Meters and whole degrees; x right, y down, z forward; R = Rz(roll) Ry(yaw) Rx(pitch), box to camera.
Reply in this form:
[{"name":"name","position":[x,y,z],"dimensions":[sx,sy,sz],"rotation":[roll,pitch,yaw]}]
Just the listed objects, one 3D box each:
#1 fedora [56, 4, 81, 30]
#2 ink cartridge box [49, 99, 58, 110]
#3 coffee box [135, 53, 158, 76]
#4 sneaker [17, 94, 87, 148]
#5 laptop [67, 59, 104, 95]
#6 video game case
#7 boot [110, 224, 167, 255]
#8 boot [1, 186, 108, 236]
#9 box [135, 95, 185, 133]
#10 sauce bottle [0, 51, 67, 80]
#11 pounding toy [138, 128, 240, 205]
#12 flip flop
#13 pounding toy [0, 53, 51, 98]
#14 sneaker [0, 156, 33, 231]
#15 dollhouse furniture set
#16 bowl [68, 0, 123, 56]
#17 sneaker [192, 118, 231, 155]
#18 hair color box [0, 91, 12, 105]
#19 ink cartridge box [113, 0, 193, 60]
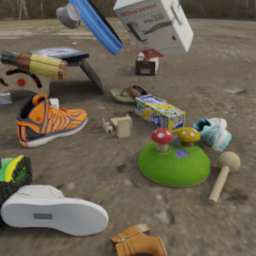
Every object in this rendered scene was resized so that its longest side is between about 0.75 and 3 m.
[{"name":"fedora","position":[-1.719,-3.384,8.365],"dimensions":[0.763,0.390,0.863],"rotation":[7,61,-33]},{"name":"ink cartridge box","position":[-3.194,-0.886,11.072],"dimensions":[0.808,0.343,0.588],"rotation":[-5,27,-7]},{"name":"coffee box","position":[1.096,-3.687,16.138],"dimensions":[1.152,0.814,2.039],"rotation":[5,27,9]},{"name":"sneaker","position":[-2.339,-0.459,8.973],"dimensions":[1.000,1.444,2.577],"rotation":[19,32,33]},{"name":"laptop","position":[-2.581,-2.534,13.177],"dimensions":[1.515,2.614,2.448],"rotation":[-35,26,9]},{"name":"video game case","position":[-3.352,-3.480,13.288],"dimensions":[1.949,0.259,2.728],"rotation":[-19,31,-32]},{"name":"boot","position":[0.181,2.132,4.987],"dimensions":[0.766,0.378,0.987],"rotation":[-13,29,-25]},{"name":"boot","position":[-1.411,1.565,5.752],"dimensions":[2.058,0.757,0.984],"rotation":[8,16,-2]},{"name":"box","position":[1.078,-0.537,10.009],"dimensions":[0.723,0.664,2.065],"rotation":[-15,31,-27]},{"name":"sauce bottle","position":[-2.864,-1.959,8.565],"dimensions":[1.921,0.634,0.634],"rotation":[14,27,-3]},{"name":"pounding toy","position":[1.457,0.586,7.203],"dimensions":[2.501,1.160,1.930],"rotation":[18,32,33]},{"name":"flip flop","position":[0.392,-1.369,11.612],"dimensions":[2.485,0.715,1.008],"rotation":[16,31,29]},{"name":"pounding toy","position":[-4.612,-2.002,11.539],"dimensions":[2.947,1.685,1.691],"rotation":[24,16,-28]},{"name":"sneaker","position":[-2.975,1.457,5.905],"dimensions":[1.102,1.010,2.587],"rotation":[-6,17,5]},{"name":"dollhouse furniture set","position":[-0.300,-0.183,9.328],"dimensions":[0.906,0.642,0.986],"rotation":[-10,28,-19]},{"name":"bowl","position":[-1.177,-4.036,10.716],"dimensions":[0.550,2.804,2.804],"rotation":[-37,24,13]},{"name":"sneaker","position":[2.363,-0.023,8.236],"dimensions":[0.912,0.820,2.112],"rotation":[34,15,-3]},{"name":"hair color box","position":[-5.468,-1.393,12.001],"dimensions":[0.722,0.428,1.321],"rotation":[-12,28,-24]},{"name":"ink cartridge box","position":[1.101,-4.350,11.503],"dimensions":[2.126,2.919,1.238],"rotation":[-1,56,36]}]
